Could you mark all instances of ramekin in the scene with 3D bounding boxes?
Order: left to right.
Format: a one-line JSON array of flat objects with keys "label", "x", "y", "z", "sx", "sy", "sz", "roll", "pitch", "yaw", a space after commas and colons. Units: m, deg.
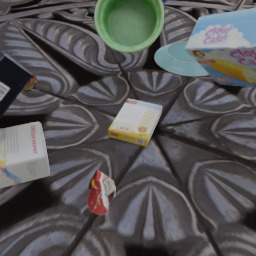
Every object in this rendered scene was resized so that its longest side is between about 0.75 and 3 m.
[{"label": "ramekin", "x": 0.071, "y": -3.382, "z": 8.854, "sx": 2.103, "sy": 2.103, "sz": 1.027, "roll": 4, "pitch": 7, "yaw": 5}]

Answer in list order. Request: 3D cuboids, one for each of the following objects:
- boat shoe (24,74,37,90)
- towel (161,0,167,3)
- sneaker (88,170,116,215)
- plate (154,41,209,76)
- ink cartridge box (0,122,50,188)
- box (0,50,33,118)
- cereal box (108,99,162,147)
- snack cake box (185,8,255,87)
[{"label": "boat shoe", "x": -3.624, "y": -1.696, "z": 10.338, "sx": 0.287, "sy": 0.269, "sz": 0.797, "roll": 7, "pitch": 42, "yaw": 8}, {"label": "towel", "x": 1.015, "y": -4.621, "z": 9.068, "sx": 1.224, "sy": 0.146, "sz": 0.886, "roll": 43, "pitch": 74, "yaw": 14}, {"label": "sneaker", "x": -0.376, "y": 1.045, "z": 4.571, "sx": 0.439, "sy": 0.416, "sz": 1.069, "roll": 27, "pitch": 15, "yaw": -13}, {"label": "plate", "x": 2.582, "y": -3.073, "z": 11.812, "sx": 2.928, "sy": 0.374, "sz": 2.928, "roll": 0, "pitch": 41, "yaw": 0}, {"label": "ink cartridge box", "x": -3.094, "y": 0.735, "z": 7.202, "sx": 1.941, "sy": 0.804, "sz": 1.414, "roll": -12, "pitch": 43, "yaw": -13}, {"label": "box", "x": -2.980, "y": -0.983, "z": 6.341, "sx": 1.393, "sy": 0.725, "sz": 1.269, "roll": -53, "pitch": 37, "yaw": -1}, {"label": "cereal box", "x": 0.260, "y": -0.222, "z": 8.634, "sx": 1.203, "sy": 0.331, "sz": 1.673, "roll": 14, "pitch": 44, "yaw": 16}, {"label": "snack cake box", "x": 2.860, "y": -1.656, "z": 6.028, "sx": 2.876, "sy": 1.654, "sz": 0.966, "roll": 20, "pitch": 83, "yaw": 55}]
